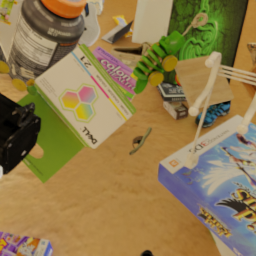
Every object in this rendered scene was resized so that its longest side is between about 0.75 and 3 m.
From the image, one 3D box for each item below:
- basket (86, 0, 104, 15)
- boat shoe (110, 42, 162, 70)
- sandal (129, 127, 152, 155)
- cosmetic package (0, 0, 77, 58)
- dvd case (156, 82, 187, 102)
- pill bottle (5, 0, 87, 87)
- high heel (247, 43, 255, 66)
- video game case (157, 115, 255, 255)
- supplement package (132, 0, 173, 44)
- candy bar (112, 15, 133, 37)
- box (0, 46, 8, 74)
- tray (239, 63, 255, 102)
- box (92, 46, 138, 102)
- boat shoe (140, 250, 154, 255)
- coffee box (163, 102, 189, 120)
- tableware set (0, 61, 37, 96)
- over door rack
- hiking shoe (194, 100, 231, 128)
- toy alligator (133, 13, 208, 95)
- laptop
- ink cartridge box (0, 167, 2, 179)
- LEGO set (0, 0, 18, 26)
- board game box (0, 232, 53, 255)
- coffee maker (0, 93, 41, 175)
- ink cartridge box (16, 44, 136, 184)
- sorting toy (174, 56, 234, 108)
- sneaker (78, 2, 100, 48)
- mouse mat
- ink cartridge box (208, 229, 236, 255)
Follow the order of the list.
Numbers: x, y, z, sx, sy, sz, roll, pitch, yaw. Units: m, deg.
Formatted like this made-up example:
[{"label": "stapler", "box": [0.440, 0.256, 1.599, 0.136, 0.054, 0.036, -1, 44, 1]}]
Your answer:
[{"label": "basket", "box": [-2.055, -7.155, 15.968, 1.334, 1.053, 1.513, 2, 61, 0]}, {"label": "boat shoe", "box": [0.747, -2.910, 11.322, 2.988, 0.970, 1.078, -6, 42, -10]}, {"label": "sandal", "box": [0.229, 0.268, 6.000, 0.235, 0.327, 0.824, 37, 58, 0]}, {"label": "cosmetic package", "box": [-2.796, -2.838, 8.312, 2.036, 2.042, 1.256, -22, 19, -18]}, {"label": "dvd case", "box": [1.763, -1.313, 9.762, 1.382, 0.227, 1.839, -2, 25, -3]}, {"label": "pill bottle", "box": [-1.870, -2.119, 6.468, 1.383, 2.603, 1.383, 19, 51, -24]}, {"label": "high heel", "box": [3.099, -1.690, 6.841, 0.933, 0.665, 0.333, 3, 14, -39]}, {"label": "video game case", "box": [2.524, 1.140, 5.679, 2.630, 0.659, 2.902, -27, 47, -26]}, {"label": "supplement package", "box": [1.791, -4.420, 11.913, 2.552, 1.937, 1.922, 17, 22, 19]}, {"label": "candy bar", "box": [-0.246, -5.328, 14.584, 0.630, 0.280, 2.527, -11, 42, -10]}, {"label": "box", "box": [-4.195, -2.894, 10.776, 2.183, 1.169, 1.620, 18, 42, -5]}, {"label": "tray", "box": [2.958, -1.135, 5.632, 0.294, 1.587, 0.783, -11, 63, -19]}, {"label": "box", "box": [-0.651, -0.975, 7.142, 1.528, 0.840, 1.737, 35, 48, -4]}, {"label": "boat shoe", "box": [0.280, 2.884, 5.321, 0.436, 0.363, 1.168, 10, 44, 9]}, {"label": "coffee box", "box": [1.585, -0.661, 9.310, 0.475, 0.331, 0.831, -18, 45, -19]}, {"label": "tableware set", "box": [-1.759, -0.751, 4.276, 0.781, 0.120, 0.526, 15, 45, -49]}, {"label": "over door rack", "box": [1.788, 0.151, 4.355, 1.679, 2.273, 0.757, 24, 39, 29]}, {"label": "hiking shoe", "box": [2.701, -0.576, 8.949, 1.574, 0.682, 0.586, -31, 50, -30]}, {"label": "toy alligator", "box": [0.576, -1.281, 4.666, 0.473, 1.745, 0.517, 17, 32, -51]}, {"label": "laptop", "box": [-0.530, -4.642, 13.224, 1.243, 0.769, 1.327, -42, 55, -18]}, {"label": "ink cartridge box", "box": [-4.069, 1.084, 7.127, 1.500, 0.632, 1.085, 2, 42, 2]}, {"label": "LEGO set", "box": [-2.669, -2.416, 5.567, 1.782, 0.820, 0.663, -43, 18, -25]}, {"label": "board game box", "box": [-2.425, 2.998, 5.118, 1.364, 0.454, 2.029, 7, 42, 7]}, {"label": "coffee maker", "box": [-2.309, -0.252, 4.549, 1.615, 1.551, 1.087, 33, 27, 2]}, {"label": "ink cartridge box", "box": [-1.264, -0.205, 5.470, 2.295, 1.696, 0.869, -43, 12, -16]}, {"label": "sorting toy", "box": [1.445, -0.877, 5.577, 0.981, 0.341, 0.975, -14, 78, -19]}, {"label": "sneaker", "box": [-1.319, -2.864, 8.605, 0.686, 1.050, 1.877, 12, 55, -17]}, {"label": "mouse mat", "box": [1.843, -2.380, 7.209, 0.104, 2.756, 2.218, -5, 19, -44]}, {"label": "ink cartridge box", "box": [2.892, 1.977, 5.916, 2.154, 0.895, 1.579, -10, 43, -11]}]
